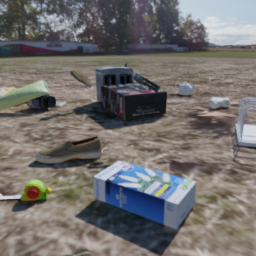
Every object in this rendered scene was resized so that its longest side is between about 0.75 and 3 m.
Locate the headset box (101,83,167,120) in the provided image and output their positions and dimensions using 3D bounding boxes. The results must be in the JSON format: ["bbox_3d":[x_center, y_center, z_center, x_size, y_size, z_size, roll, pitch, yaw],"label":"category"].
[{"bbox_3d":[0.263,-1.304,13.165,2.203,1.143,2.961,-9,21,-26],"label":"headset box"}]

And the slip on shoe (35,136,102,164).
[{"bbox_3d":[-1.724,0.609,8.240,1.949,0.590,0.741,-3,18,-9],"label":"slip on shoe"}]

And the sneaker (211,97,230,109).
[{"bbox_3d":[4.652,-1.273,14.026,0.874,0.557,1.513,5,17,25],"label":"sneaker"}]

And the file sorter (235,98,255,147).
[{"bbox_3d":[4.614,-0.242,9.784,1.407,1.262,2.028,6,19,16],"label":"file sorter"}]

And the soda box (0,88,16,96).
[{"bbox_3d":[-6.545,-1.536,14.529,0.781,0.738,2.305,-1,18,-3],"label":"soda box"}]

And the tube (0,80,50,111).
[{"bbox_3d":[-5.131,-1.495,13.315,2.694,0.782,0.699,-25,6,-13],"label":"tube"}]

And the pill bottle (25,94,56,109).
[{"bbox_3d":[-4.295,-1.332,13.832,1.402,0.784,0.784,9,20,24],"label":"pill bottle"}]

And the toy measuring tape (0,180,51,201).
[{"bbox_3d":[-2.314,1.377,6.207,1.205,0.443,0.443,-1,18,-3],"label":"toy measuring tape"}]

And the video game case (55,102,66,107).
[{"bbox_3d":[-3.778,-1.246,14.682,0.776,0.098,0.853,3,17,8],"label":"video game case"}]

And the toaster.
[{"bbox_3d":[-0.714,-2.429,15.150,1.888,2.088,1.239,-6,15,-21],"label":"toaster"}]

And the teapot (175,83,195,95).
[{"bbox_3d":[3.531,-2.442,17.335,0.961,0.702,0.949,-6,19,-15],"label":"teapot"}]

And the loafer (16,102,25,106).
[{"bbox_3d":[-5.735,-1.523,14.897,0.538,0.477,1.416,5,19,14],"label":"loafer"}]

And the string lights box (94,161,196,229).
[{"bbox_3d":[0.335,1.350,5.997,1.960,0.578,1.007,11,21,31],"label":"string lights box"}]

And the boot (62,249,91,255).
[{"bbox_3d":[-0.800,2.142,4.092,0.832,0.322,0.575,-14,28,-35],"label":"boot"}]

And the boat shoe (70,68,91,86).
[{"bbox_3d":[-2.331,-2.443,13.783,0.386,1.191,0.429,-25,45,34],"label":"boat shoe"}]

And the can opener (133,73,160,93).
[{"bbox_3d":[0.607,-1.480,9.291,0.981,0.262,0.328,32,-2,10],"label":"can opener"}]
